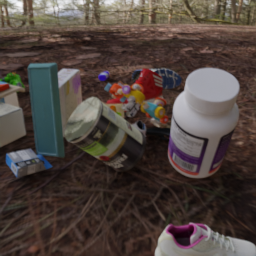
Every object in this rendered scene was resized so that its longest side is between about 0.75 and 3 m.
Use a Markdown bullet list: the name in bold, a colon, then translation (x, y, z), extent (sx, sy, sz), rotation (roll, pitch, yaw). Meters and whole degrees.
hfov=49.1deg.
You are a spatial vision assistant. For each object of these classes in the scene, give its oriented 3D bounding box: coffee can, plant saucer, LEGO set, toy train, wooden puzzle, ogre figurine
- **coffee can**: translation (-0.583, 0.213, 7.488), extent (1.793, 1.312, 1.312), rotation (37, 5, -34)
- **plant saucer**: translation (-2.357, -0.447, 7.964), extent (0.944, 2.701, 0.256), rotation (4, 15, 22)
- **LEGO set**: translation (-0.448, 0.014, 9.030), extent (0.812, 0.874, 2.129), rotation (16, 63, 46)
- **toy train**: translation (0.391, -1.012, 9.892), extent (2.480, 0.690, 1.863), rotation (34, -8, -5)
- **wooden puzzle**: translation (-5.520, -1.361, 10.336), extent (2.285, 0.460, 2.470), rotation (15, 30, 29)
- **ogre figurine**: translation (-5.893, -2.142, 13.908), extent (1.193, 0.977, 1.990), rotation (-25, 16, -10)

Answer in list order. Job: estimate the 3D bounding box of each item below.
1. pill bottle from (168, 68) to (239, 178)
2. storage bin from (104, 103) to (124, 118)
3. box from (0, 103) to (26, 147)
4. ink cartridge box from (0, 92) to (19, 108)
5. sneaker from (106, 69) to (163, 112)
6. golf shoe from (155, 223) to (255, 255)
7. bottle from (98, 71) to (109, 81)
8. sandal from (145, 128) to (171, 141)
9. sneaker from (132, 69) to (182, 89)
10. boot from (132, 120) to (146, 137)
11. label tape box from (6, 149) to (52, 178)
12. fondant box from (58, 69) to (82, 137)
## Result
- **pill bottle**: translation (1.857, -0.056, 7.048), extent (1.531, 2.748, 1.531), rotation (-1, 50, 1)
- **storage bin**: translation (-0.892, -0.321, 10.348), extent (1.492, 0.699, 1.482), rotation (-1, 27, -3)
- **box**: translation (-5.036, -0.300, 9.875), extent (2.692, 1.046, 1.278), rotation (16, 30, 30)
- **ink cartridge box**: translation (-5.614, -1.134, 11.602), extent (1.657, 1.038, 1.065), rotation (2, 26, 4)
- **sneaker**: translation (0.269, -1.718, 12.077), extent (2.808, 1.622, 1.100), rotation (-18, 29, -30)
- **golf shoe**: translation (1.461, 2.160, 5.055), extent (1.908, 0.873, 0.718), rotation (0, 25, -3)
- **bottle**: translation (-1.371, -3.044, 16.327), extent (0.453, 0.354, 1.085), rotation (6, 27, 12)
- **sandal**: translation (1.223, 0.224, 9.542), extent (1.348, 0.323, 0.507), rotation (6, 25, 39)
- **sneaker**: translation (1.628, -2.799, 15.118), extent (2.712, 1.045, 1.155), rotation (13, 25, 24)
- **boot**: translation (0.375, 0.019, 9.596), extent (0.505, 0.656, 1.372), rotation (2, 26, -13)
- **label tape box**: translation (-2.782, 0.939, 7.928), extent (1.052, 0.348, 0.754), rotation (-14, 38, -42)
- **fondant box**: translation (-2.412, -1.020, 10.494), extent (0.731, 1.811, 2.510), rotation (2, 26, 5)
